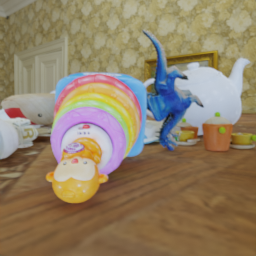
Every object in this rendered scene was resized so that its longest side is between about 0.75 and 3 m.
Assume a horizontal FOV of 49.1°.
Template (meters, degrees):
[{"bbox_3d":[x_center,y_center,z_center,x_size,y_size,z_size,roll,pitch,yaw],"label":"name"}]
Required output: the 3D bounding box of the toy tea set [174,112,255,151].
[{"bbox_3d":[1.939,0.011,7.049,1.385,0.862,2.328,-3,6,-34],"label":"toy tea set"}]

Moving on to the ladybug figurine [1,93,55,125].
[{"bbox_3d":[-3.211,-0.615,9.509,1.877,0.995,2.765,-7,6,-38],"label":"ladybug figurine"}]

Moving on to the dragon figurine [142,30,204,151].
[{"bbox_3d":[0.678,-0.625,5.837,1.275,2.564,0.754,-34,31,7],"label":"dragon figurine"}]

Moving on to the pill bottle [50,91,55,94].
[{"bbox_3d":[-3.340,-1.164,13.487,0.672,1.177,0.672,-27,-10,-5],"label":"pill bottle"}]

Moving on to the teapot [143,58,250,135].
[{"bbox_3d":[2.303,-1.124,9.601,2.888,2.137,2.926,1,23,44],"label":"teapot"}]

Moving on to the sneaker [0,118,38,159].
[{"bbox_3d":[-2.487,0.091,5.915,1.416,0.903,2.451,-8,8,-43],"label":"sneaker"}]

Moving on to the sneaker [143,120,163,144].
[{"bbox_3d":[-0.191,-0.109,7.341,2.651,1.071,1.014,0,3,-16],"label":"sneaker"}]

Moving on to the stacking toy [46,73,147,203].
[{"bbox_3d":[-0.533,0.147,3.954,1.645,1.556,2.835,2,18,1],"label":"stacking toy"}]

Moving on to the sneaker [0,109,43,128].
[{"bbox_3d":[-4.628,-0.416,11.343,2.878,1.019,1.051,-2,5,-27],"label":"sneaker"}]

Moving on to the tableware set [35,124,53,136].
[{"bbox_3d":[-2.675,0.123,9.100,2.461,0.342,2.946,-4,5,-35],"label":"tableware set"}]
